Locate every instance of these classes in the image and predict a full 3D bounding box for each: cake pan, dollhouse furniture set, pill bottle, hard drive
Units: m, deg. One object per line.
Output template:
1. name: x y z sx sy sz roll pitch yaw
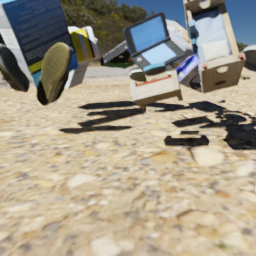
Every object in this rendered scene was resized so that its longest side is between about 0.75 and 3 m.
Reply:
1. cake pan: 3.136 -1.653 6.734 0.923 0.169 0.923 25 -14 7
2. dollhouse furniture set: 1.278 -1.884 7.213 2.720 1.917 1.906 -13 -13 13
3. pill bottle: -2.344 -3.000 10.831 2.255 1.255 1.255 -17 17 -4
4. hard drive: -0.055 -3.308 12.809 1.568 0.425 2.244 -3 -10 -39

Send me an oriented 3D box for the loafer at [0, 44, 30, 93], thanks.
1. loafer: -3.569 -1.662 8.273 0.643 1.845 0.694 -1 57 7

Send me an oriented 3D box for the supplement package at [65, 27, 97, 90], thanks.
1. supplement package: -2.606 -3.213 12.896 1.354 2.381 1.304 32 29 8

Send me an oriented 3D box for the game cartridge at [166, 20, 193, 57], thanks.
1. game cartridge: 1.976 -3.822 11.711 1.662 0.518 2.496 -6 47 -41

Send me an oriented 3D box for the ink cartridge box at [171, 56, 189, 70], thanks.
1. ink cartridge box: 2.320 -3.271 12.968 0.838 1.147 0.842 20 67 48

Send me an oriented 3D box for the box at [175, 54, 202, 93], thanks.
1. box: 2.283 -1.764 9.222 1.759 1.047 0.365 7 47 -46

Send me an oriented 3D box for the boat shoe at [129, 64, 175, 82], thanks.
1. boat shoe: 1.041 -2.513 12.377 2.409 0.725 0.859 -3 -21 -30

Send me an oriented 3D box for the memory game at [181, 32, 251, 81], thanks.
1. memory game: 3.094 -2.577 9.877 2.924 0.186 2.924 24 30 -15

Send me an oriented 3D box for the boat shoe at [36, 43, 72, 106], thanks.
1. boat shoe: -2.246 -1.671 8.826 0.809 2.264 0.744 41 34 14

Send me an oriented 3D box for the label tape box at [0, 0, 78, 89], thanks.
1. label tape box: -2.918 -2.924 9.180 0.913 2.763 1.980 19 45 37

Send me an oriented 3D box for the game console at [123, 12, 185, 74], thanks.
1. game console: 0.861 -2.708 8.944 1.617 0.957 1.380 -30 61 -15
